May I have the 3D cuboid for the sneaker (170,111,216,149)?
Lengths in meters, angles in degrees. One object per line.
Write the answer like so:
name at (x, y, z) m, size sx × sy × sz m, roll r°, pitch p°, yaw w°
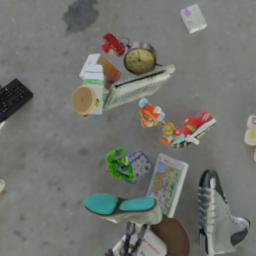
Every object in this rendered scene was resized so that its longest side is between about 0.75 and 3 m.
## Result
sneaker at (2.328, 0.064, 10.585) m, size 1.986 × 0.765 × 0.843 m, roll -31°, pitch 67°, yaw -11°

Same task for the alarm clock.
alarm clock at (0.289, -2.333, 8.981) m, size 1.063 × 1.576 × 0.525 m, roll -26°, pitch 41°, yaw 33°

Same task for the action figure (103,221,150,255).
action figure at (-0.004, 3.860, 8.569) m, size 1.393 × 0.743 × 2.141 m, roll 15°, pitch 57°, yaw 10°

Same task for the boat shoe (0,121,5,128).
boat shoe at (-5.230, -0.105, 10.576) m, size 0.616 × 0.587 × 1.712 m, roll 28°, pitch 81°, yaw 5°

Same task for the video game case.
video game case at (1.253, 1.878, 9.465) m, size 0.195 × 1.608 × 1.766 m, roll 17°, pitch 90°, yaw -24°

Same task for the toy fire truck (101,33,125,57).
toy fire truck at (-0.536, -2.825, 9.910) m, size 0.319 × 0.923 × 1.309 m, roll -37°, pitch 62°, yaw -12°

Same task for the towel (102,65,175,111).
towel at (0.327, -1.280, 9.601) m, size 2.317 × 2.231 × 0.400 m, roll -22°, pitch 81°, yaw -18°

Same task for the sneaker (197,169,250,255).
sneaker at (3.425, 2.942, 9.891) m, size 1.719 × 1.117 × 2.977 m, roll 2°, pitch 90°, yaw -5°

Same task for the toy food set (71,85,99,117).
toy food set at (-1.223, -0.760, 7.809) m, size 0.883 × 0.215 × 0.874 m, roll -32°, pitch 70°, yaw 25°

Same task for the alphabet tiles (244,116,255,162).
alphabet tiles at (5.686, 0.344, 10.713) m, size 2.321 × 0.169 × 2.270 m, roll 15°, pitch 80°, yaw 3°

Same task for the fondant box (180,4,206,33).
fondant box at (2.676, -4.481, 11.502) m, size 0.709 × 0.286 × 0.983 m, roll -22°, pitch 80°, yaw -4°

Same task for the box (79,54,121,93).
box at (-1.006, -1.985, 10.401) m, size 0.664 × 1.249 × 0.951 m, roll 10°, pitch 73°, yaw 45°

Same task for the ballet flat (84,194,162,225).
ballet flat at (-0.202, 2.521, 8.393) m, size 2.558 × 0.862 × 0.815 m, roll -6°, pitch 119°, yaw 29°

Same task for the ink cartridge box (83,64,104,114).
ink cartridge box at (-1.142, -1.285, 9.085) m, size 0.614 × 1.084 × 1.478 m, roll 2°, pitch 37°, yaw -11°

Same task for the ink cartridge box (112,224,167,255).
ink cartridge box at (0.214, 4.388, 9.558) m, size 1.393 × 0.804 × 1.907 m, roll 39°, pitch 88°, yaw 11°

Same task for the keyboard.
keyboard at (-5.056, -0.849, 10.299) m, size 1.507 × 0.574 × 2.895 m, roll 39°, pitch 63°, yaw 5°

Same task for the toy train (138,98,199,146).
toy train at (1.038, -0.023, 8.956) m, size 2.399 × 1.802 × 0.667 m, roll 37°, pitch 88°, yaw -21°

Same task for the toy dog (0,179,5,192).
toy dog at (-5.115, 2.793, 9.883) m, size 1.297 × 0.947 × 1.966 m, roll 0°, pitch 80°, yaw 0°

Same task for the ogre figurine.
ogre figurine at (-0.290, 1.166, 8.641) m, size 0.743 × 1.240 × 0.608 m, roll -7°, pitch 47°, yaw 22°

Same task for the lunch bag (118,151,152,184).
lunch bag at (0.236, 1.466, 10.387) m, size 1.171 × 0.442 × 0.938 m, roll -37°, pitch 80°, yaw -7°

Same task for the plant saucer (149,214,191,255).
plant saucer at (1.405, 3.798, 9.635) m, size 1.783 × 0.326 × 1.783 m, roll 4°, pitch 97°, yaw 39°
